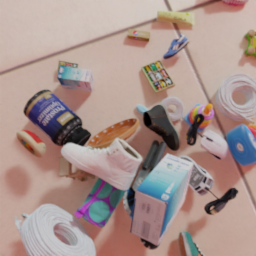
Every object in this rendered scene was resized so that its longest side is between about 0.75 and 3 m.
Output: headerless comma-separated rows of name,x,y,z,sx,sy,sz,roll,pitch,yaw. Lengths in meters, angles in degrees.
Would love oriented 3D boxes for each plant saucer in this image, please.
plant saucer,-0.513,0.270,10.225,2.061,2.061,0.333,-27,105,-5

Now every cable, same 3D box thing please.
cable,1.724,-0.741,11.082,0.971,0.336,0.971,1,99,9
cable,-2.238,3.678,9.188,0.892,2.575,2.575,-50,47,7
cable,4.462,-1.191,11.151,1.860,0.644,1.860,25,79,6

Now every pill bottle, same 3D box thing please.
pill bottle,-2.620,-0.195,10.585,2.444,1.367,1.367,41,82,7

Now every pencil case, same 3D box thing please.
pencil case,-0.684,2.101,10.123,1.215,1.319,2.855,22,76,40

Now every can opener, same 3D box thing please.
can opener,0.846,1.532,10.437,0.604,0.757,2.264,11,54,25

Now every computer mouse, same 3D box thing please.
computer mouse,2.688,1.962,10.282,1.334,0.534,2.432,-51,56,13
computer mouse,3.076,0.488,10.339,2.153,0.472,1.180,32,78,-23

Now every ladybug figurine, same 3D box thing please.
ladybug figurine,-3.369,0.505,9.795,1.301,0.883,0.468,38,56,11

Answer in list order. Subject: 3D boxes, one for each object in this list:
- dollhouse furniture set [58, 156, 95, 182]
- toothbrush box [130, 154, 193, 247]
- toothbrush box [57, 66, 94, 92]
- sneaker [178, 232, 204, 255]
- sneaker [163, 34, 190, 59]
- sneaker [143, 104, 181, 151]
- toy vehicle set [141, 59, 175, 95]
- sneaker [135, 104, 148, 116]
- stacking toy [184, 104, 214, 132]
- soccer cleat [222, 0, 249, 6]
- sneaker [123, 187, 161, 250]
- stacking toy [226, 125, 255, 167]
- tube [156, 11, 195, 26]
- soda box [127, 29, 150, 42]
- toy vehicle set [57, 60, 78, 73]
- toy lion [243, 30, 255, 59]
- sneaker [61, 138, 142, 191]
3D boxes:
dollhouse furniture set,-1.740,1.468,10.081,0.795,1.535,0.679,-12,69,18
toothbrush box,1.150,2.248,9.196,1.048,2.457,1.799,20,121,24
toothbrush box,-2.042,-1.931,11.093,1.276,0.934,0.544,7,74,2
sneaker,2.503,4.793,9.921,0.952,0.851,2.383,-14,82,-11
sneaker,1.892,-3.305,11.466,1.267,0.468,0.521,-38,89,5
sneaker,1.218,0.125,10.568,1.022,0.720,1.925,-25,90,-41
toy vehicle set,1.201,-2.085,11.390,0.858,0.183,1.382,-24,66,-5
sneaker,0.727,-0.612,11.133,1.018,0.417,0.376,41,75,6
stacking toy,2.845,-0.548,10.484,0.918,1.673,0.971,42,79,8
soccer cleat,4.251,-5.831,11.941,2.048,0.884,0.715,15,79,2
sneaker,0.451,3.312,10.171,0.900,1.040,2.400,-17,56,-7
stacking toy,5.269,0.338,10.655,2.571,1.411,1.492,-18,76,-16
tube,2.056,-4.734,11.989,1.644,0.427,0.477,5,117,-4
soda box,0.457,-3.915,11.860,0.936,0.300,0.317,9,79,2
toy vehicle set,-2.476,-2.451,11.503,0.817,0.108,0.508,7,84,-12
toy lion,5.512,-3.395,11.743,1.219,0.437,1.271,7,78,-6
sneaker,-0.821,0.812,9.196,2.581,0.951,1.492,27,111,1
